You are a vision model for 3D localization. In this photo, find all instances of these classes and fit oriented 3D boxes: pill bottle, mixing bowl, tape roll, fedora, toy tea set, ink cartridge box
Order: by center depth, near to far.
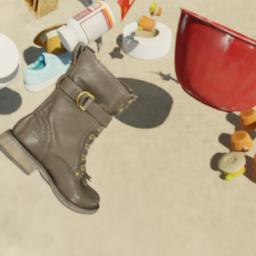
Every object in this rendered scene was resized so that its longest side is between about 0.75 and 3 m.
[{"bbox_3d":[1.797,-1.138,5.275,2.428,1.315,2.428,19,27,-10],"label":"mixing bowl"},{"bbox_3d":[-2.802,-1.298,5.665,1.092,1.092,1.966,-31,18,-26],"label":"pill bottle"},{"bbox_3d":[3.615,0.564,7.782,1.611,1.003,2.710,-3,41,40],"label":"toy tea set"},{"bbox_3d":[-0.019,-4.791,8.638,0.672,1.914,2.355,18,54,-22],"label":"ink cartridge box"},{"bbox_3d":[-1.359,-3.246,9.036,1.744,0.955,0.955,-38,55,-13],"label":"pill bottle"},{"bbox_3d":[0.668,-3.640,9.106,0.589,0.946,1.591,20,22,5],"label":"toy tea set"},{"bbox_3d":[-2.649,-3.339,11.095,2.093,2.093,0.853,-18,89,-17],"label":"fedora"},{"bbox_3d":[0.770,-3.717,11.777,2.054,0.719,2.054,0,47,0],"label":"tape roll"}]

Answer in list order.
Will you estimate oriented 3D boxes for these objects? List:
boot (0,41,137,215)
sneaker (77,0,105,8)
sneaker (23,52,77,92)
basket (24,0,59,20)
[{"bbox_3d":[-0.635,0.129,4.629,2.114,2.429,0.841,-45,36,-9],"label":"boot"},{"bbox_3d":[-1.575,-4.861,10.333,0.732,2.068,0.755,27,85,37],"label":"sneaker"},{"bbox_3d":[-2.744,-2.337,10.235,0.941,1.044,2.547,24,51,20],"label":"sneaker"},{"bbox_3d":[-2.161,-3.344,6.528,0.869,1.218,0.907,25,43,4],"label":"basket"}]
